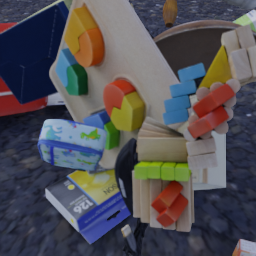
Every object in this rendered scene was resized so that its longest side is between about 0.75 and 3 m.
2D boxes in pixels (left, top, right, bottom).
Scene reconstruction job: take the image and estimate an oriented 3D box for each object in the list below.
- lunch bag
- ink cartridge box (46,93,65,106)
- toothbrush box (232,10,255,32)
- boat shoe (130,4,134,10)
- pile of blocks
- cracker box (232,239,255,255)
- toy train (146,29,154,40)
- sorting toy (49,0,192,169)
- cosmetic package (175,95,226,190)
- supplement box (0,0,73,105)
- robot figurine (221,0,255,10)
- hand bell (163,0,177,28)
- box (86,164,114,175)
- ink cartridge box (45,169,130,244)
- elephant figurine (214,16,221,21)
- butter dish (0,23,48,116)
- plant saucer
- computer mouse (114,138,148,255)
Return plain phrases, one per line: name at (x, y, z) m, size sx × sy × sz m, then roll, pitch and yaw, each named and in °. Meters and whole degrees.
lunch bag at (-0.724, 0.243, 3.542) m, size 0.800 × 0.995 × 0.410 m, roll 14°, pitch 68°, yaw -11°
ink cartridge box at (-2.147, -1.033, 9.382) m, size 1.189 × 0.262 × 1.211 m, roll -3°, pitch 41°, yaw -4°
toothbrush box at (2.498, -2.139, 6.211) m, size 0.894 × 0.385 × 0.651 m, roll -28°, pitch 26°, yaw 25°
boat shoe at (-0.090, -3.376, 8.046) m, size 0.334 × 0.288 × 0.914 m, roll 9°, pitch 30°, yaw 28°
pile of blocks at (0.494, 0.008, 2.422) m, size 0.828 × 2.018 × 0.627 m, roll 24°, pitch 7°, yaw 13°
cracker box at (2.354, 2.333, 4.975) m, size 0.852 × 0.571 × 0.246 m, roll 12°, pitch 40°, yaw 14°
toy train at (-0.264, -2.424, 5.999) m, size 2.925 × 0.499 × 0.670 m, roll 33°, pitch 16°, yaw -31°
sorting toy at (-0.454, -0.621, 4.370) m, size 0.467 × 2.558 × 2.368 m, roll -26°, pitch 82°, yaw -34°
cosmetic package at (1.168, 0.217, 4.792) m, size 0.568 × 0.840 × 1.598 m, roll 14°, pitch 69°, yaw -24°
supplement box at (-1.700, -2.214, 7.194) m, size 2.555 × 1.715 × 2.553 m, roll -12°, pitch 32°, yaw 28°
robot figurine at (2.918, -3.908, 7.385) m, size 2.007 × 1.702 × 1.134 m, roll 26°, pitch 80°, yaw -4°
hand bell at (1.175, -3.583, 7.395) m, size 1.188 × 1.188 × 2.281 m, roll 4°, pitch 66°, yaw 5°
box at (-0.324, 0.340, 7.175) m, size 1.980 × 0.493 × 1.561 m, roll -9°, pitch 35°, yaw -25°
ink cartridge box at (-0.713, 1.471, 6.136) m, size 1.570 × 0.373 × 1.588 m, roll -27°, pitch 43°, yaw -38°
elephant figurine at (3.072, -2.838, 8.406) m, size 0.824 × 1.062 × 0.751 m, roll -4°, pitch 19°, yaw 0°
butter dish at (-4.110, -1.602, 8.853) m, size 2.787 × 2.779 × 2.060 m, roll -11°, pitch -4°, yaw -16°
plant saucer at (1.563, -1.460, 6.213) m, size 2.904 × 2.904 × 0.466 m, roll 2°, pitch 72°, yaw 2°
computer mouse at (-0.020, 0.837, 3.314) m, size 0.304 × 1.321 × 0.928 m, roll -3°, pitch 21°, yaw 15°
